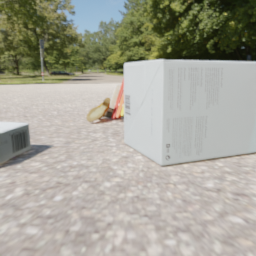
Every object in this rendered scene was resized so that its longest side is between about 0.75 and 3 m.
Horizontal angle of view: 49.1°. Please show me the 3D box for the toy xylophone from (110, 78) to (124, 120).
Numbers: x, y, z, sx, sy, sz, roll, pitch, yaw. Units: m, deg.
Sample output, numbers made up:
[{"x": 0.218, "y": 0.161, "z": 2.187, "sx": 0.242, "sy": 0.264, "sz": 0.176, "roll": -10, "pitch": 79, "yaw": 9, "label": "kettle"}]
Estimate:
[{"x": 0.213, "y": -1.230, "z": 9.673, "sx": 0.686, "sy": 1.998, "sz": 2.729, "roll": 17, "pitch": -8, "yaw": -22, "label": "toy xylophone"}]

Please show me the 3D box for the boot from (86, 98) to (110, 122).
[{"x": -1.073, "y": -0.483, "z": 10.061, "sx": 0.442, "sy": 0.900, "sz": 1.257, "roll": 38, "pitch": 61, "yaw": 5, "label": "boot"}]

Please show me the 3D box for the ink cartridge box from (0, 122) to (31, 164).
[{"x": -3.544, "y": 0.280, "z": 5.793, "sx": 2.572, "sy": 0.647, "sz": 1.401, "roll": 1, "pitch": 11, "yaw": 13, "label": "ink cartridge box"}]

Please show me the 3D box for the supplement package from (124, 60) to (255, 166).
[{"x": 1.410, "y": -0.482, "z": 6.237, "sx": 2.547, "sy": 1.933, "sz": 1.919, "roll": -4, "pitch": 12, "yaw": -22, "label": "supplement package"}]

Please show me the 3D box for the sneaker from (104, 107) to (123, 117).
[{"x": 0.000, "y": -0.909, "z": 11.205, "sx": 2.341, "sy": 0.884, "sz": 0.824, "roll": -1, "pitch": 10, "yaw": -6, "label": "sneaker"}]
